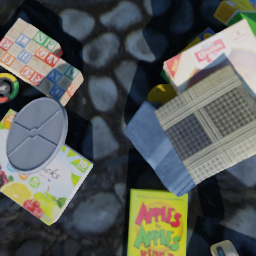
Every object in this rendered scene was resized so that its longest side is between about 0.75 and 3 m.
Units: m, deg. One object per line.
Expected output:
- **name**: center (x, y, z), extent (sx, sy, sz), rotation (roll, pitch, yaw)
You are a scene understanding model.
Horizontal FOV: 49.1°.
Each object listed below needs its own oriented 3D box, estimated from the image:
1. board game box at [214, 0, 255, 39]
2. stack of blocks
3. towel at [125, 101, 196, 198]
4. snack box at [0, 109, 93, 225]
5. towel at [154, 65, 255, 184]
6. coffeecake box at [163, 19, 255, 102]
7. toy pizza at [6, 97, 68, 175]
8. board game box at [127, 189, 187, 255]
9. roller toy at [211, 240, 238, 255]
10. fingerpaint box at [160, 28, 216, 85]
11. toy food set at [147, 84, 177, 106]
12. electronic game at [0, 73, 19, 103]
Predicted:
- **board game box**: center (3.613, -2.952, 7.699), extent (2.198, 0.443, 1.681), rotation (-29, 65, -39)
- **stack of blocks**: center (-2.499, -1.881, 8.123), extent (2.394, 0.701, 1.378), rotation (34, 82, 5)
- **towel**: center (0.979, 0.498, 7.325), extent (2.414, 0.586, 1.347), rotation (51, 119, 24)
- **snack box**: center (-2.580, 1.026, 7.623), extent (2.692, 0.713, 1.915), rotation (32, 82, 5)
- **towel**: center (1.891, -0.076, 6.207), extent (2.043, 0.353, 1.967), rotation (-32, 79, 13)
- **coffeecake box**: center (2.383, -0.851, 6.852), extent (2.059, 0.980, 2.682), rotation (-28, 92, 6)
- **toy pizza**: center (-2.235, 0.188, 6.935), extent (2.004, 0.318, 2.004), rotation (-12, 65, 26)
- **board game box**: center (0.709, 3.100, 7.283), extent (1.464, 0.686, 2.882), rotation (4, 80, 1)
- **roller toy**: center (2.364, 3.185, 6.821), extent (0.570, 0.816, 0.744), rotation (-22, 78, 4)
- **fingerpaint box**: center (2.288, -1.421, 7.971), extent (1.755, 0.772, 2.104), rotation (-42, 88, -6)
- **toy food set**: center (1.369, -0.399, 7.985), extent (1.111, 0.617, 1.888), rotation (-44, 82, 17)
- **electronic game**: center (-3.676, -1.179, 8.268), extent (0.919, 0.191, 0.919), rotation (0, 80, 0)
